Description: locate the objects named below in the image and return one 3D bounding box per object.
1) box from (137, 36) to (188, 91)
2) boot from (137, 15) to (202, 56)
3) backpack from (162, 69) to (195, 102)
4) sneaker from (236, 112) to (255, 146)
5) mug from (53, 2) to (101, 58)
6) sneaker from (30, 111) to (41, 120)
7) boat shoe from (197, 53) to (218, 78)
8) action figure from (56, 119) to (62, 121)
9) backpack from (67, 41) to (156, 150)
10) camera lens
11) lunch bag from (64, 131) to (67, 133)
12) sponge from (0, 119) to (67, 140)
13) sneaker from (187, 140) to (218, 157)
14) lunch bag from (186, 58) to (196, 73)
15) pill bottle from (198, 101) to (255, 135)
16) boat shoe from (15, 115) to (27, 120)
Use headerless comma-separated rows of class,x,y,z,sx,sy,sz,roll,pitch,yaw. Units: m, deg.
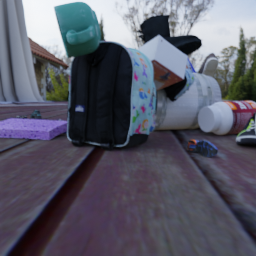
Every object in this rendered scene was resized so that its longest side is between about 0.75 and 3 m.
box,0.806,-1.915,8.848,1.262,0.881,1.657,26,-24,-29
boot,1.420,-3.285,9.993,2.107,1.727,0.780,-16,-23,21
backpack,1.678,-1.501,9.222,0.807,0.856,1.050,-19,-19,-23
sneaker,3.594,-0.014,8.045,0.774,0.894,2.160,4,8,28
mug,-1.139,-2.272,6.692,0.912,1.474,1.211,-16,-25,-11
sneaker,-5.111,-0.736,15.550,0.461,0.485,1.223,-8,9,-38
boat shoe,3.449,-2.446,12.567,0.696,1.937,0.576,9,50,-6
action figure,-2.521,-0.158,11.654,0.954,0.331,0.621,7,3,26
backpack,-0.442,-0.931,7.816,2.453,2.764,2.081,4,8,34
camera lens,1.867,-1.049,10.970,2.782,2.225,2.225,-2,7,-17
lunch bag,-2.081,-0.028,10.283,1.018,0.479,0.767,-13,14,-20
sponge,-3.331,0.025,9.374,2.376,0.354,1.325,3,15,15
sneaker,1.798,0.452,6.601,0.383,0.368,0.977,3,8,-21
lunch bag,1.235,-2.512,12.135,2.301,1.676,2.706,-36,-18,33
pill bottle,3.511,-0.345,9.719,2.026,1.145,1.145,-4,8,-24
boat shoe,-5.536,-0.487,14.271,0.355,0.290,0.960,4,8,30
